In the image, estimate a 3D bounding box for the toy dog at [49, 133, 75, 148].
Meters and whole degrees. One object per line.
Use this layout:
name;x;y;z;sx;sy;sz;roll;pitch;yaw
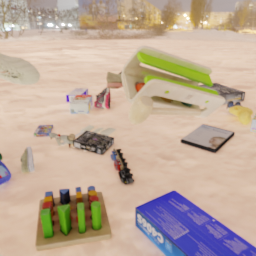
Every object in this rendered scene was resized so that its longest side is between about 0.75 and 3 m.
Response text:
toy dog;-2.382;0.469;10.181;0.989;0.652;0.476;-2;53;15

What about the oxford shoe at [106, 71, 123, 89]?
oxford shoe;-0.002;-1.781;10.210;1.722;0.635;0.609;-7;1;-35

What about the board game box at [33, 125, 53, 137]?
board game box;-3.432;0.111;11.400;0.606;0.154;0.895;-1;23;-3

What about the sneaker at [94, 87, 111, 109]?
sneaker;-1.309;-1.607;14.606;0.771;0.832;2.064;-2;23;1

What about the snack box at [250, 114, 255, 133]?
snack box;6.040;-0.224;11.595;1.527;0.613;1.811;16;27;30

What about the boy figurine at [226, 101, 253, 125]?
boy figurine;5.173;-0.711;12.788;1.149;0.596;1.849;6;24;-4

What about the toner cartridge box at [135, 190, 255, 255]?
toner cartridge box;1.365;2.300;5.715;1.227;0.558;2.583;-16;27;-30

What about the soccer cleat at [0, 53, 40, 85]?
soccer cleat;-2.993;-1.451;6.549;1.990;0.690;0.772;24;18;-38

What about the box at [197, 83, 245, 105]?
box;5.031;-1.936;15.707;1.806;0.551;2.281;-12;26;-26

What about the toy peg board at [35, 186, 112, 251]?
toy peg board;-1.304;1.840;6.520;1.605;0.785;1.599;-5;24;-12

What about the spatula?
spatula;-1.510;0.324;10.909;1.421;0.164;2.043;13;26;24

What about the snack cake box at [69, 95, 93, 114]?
snack cake box;-2.324;-1.202;14.020;0.902;0.527;1.568;-1;23;2

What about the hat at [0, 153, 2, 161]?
hat;-4.785;1.064;9.216;0.918;0.808;0.760;36;9;-39

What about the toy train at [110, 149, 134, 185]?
toy train;-0.232;1.168;8.747;0.436;0.324;1.902;-16;26;-7

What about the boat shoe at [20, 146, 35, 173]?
boat shoe;-3.254;0.984;8.985;0.394;0.458;1.271;-9;27;-17

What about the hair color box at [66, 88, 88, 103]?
hair color box;-2.802;-1.811;15.544;0.798;0.473;1.460;4;25;10

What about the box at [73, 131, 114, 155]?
box;-1.240;0.518;10.147;1.197;0.261;0.959;13;28;18

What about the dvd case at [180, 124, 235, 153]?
dvd case;3.090;0.363;10.788;1.394;0.171;1.954;17;28;35

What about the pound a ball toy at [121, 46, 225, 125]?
pound a ball toy;1.023;-0.733;7.017;2.952;1.254;1.925;7;56;-32

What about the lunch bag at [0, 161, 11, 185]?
lunch bag;-4.637;1.101;7.650;2.497;1.175;1.880;26;19;22
